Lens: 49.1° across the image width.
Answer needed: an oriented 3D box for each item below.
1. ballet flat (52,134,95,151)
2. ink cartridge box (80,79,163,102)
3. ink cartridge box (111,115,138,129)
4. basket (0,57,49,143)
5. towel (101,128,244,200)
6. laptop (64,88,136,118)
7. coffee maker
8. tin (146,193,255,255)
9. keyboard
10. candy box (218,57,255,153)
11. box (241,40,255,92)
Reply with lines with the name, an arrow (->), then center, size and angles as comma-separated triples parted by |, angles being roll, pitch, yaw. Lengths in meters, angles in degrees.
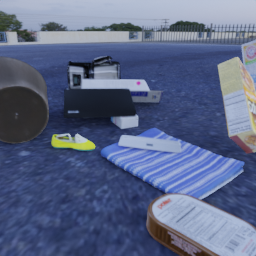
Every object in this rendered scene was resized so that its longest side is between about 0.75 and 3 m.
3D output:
ballet flat -> -1.397, 0.339, 7.080 | 1.148, 0.385, 0.384 | 4, 20, 10
ink cartridge box -> -0.204, -1.384, 10.693 | 2.980, 0.553, 1.411 | 3, -11, 3
ink cartridge box -> -0.119, -0.289, 8.818 | 0.596, 0.349, 0.825 | -10, 22, -25
basket -> -3.432, -0.856, 8.225 | 2.551, 1.924, 2.829 | 11, 17, -30
towel -> 0.898, 0.674, 6.279 | 1.954, 0.322, 2.699 | -18, 27, -38
laptop -> -1.045, -0.665, 9.581 | 2.200, 1.282, 2.483 | -1, -13, -11
coffee maker -> -1.597, -2.322, 13.071 | 2.362, 1.591, 2.268 | -1, -3, -6
tin -> 1.072, 1.486, 4.084 | 1.782, 0.373, 0.998 | 18, 23, 40
keyboard -> 0.522, 0.389, 6.764 | 1.483, 0.079, 0.417 | 6, 37, 7
candy box -> 2.746, -0.536, 6.743 | 0.560, 2.024, 1.168 | -20, -35, 34
box -> 5.127, -1.991, 10.045 | 1.226, 2.418, 1.360 | -11, 6, -27
